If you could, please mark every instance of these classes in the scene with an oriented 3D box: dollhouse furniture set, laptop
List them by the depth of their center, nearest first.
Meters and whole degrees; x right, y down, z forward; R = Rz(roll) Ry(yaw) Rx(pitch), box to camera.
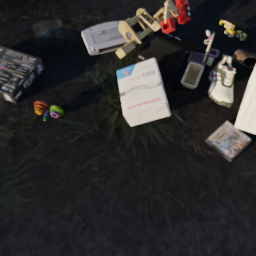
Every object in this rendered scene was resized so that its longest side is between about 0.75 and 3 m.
[{"bbox_3d":[3.283,-2.702,11.449,1.831,1.640,2.311,21,60,11],"label":"dollhouse furniture set"},{"bbox_3d":[0.456,-4.365,11.941,2.246,1.987,1.249,-44,103,-28],"label":"dollhouse furniture set"},{"bbox_3d":[1.848,-3.450,12.869,2.012,1.173,2.270,33,37,19],"label":"laptop"}]

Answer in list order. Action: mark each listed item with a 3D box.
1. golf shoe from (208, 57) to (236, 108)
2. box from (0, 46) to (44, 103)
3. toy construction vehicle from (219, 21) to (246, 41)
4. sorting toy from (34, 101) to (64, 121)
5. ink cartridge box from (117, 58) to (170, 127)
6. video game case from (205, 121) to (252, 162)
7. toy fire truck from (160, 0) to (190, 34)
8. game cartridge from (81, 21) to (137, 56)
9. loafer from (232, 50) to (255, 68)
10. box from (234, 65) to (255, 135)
[{"bbox_3d":[3.711,-1.827,10.973,0.920,1.050,2.383,13,48,-7],"label":"golf shoe"},{"bbox_3d":[-5.360,-2.383,11.875,2.749,0.598,2.202,18,59,11],"label":"box"},{"bbox_3d":[4.917,-4.583,13.092,1.019,0.412,1.171,-13,58,-38],"label":"toy construction vehicle"},{"bbox_3d":[-3.081,-0.582,10.676,1.134,0.681,0.465,21,58,-9],"label":"sorting toy"},{"bbox_3d":[0.567,-1.364,10.776,1.626,0.938,2.242,-16,57,11],"label":"ink cartridge box"},{"bbox_3d":[3.691,0.465,10.289,1.281,0.163,1.158,-37,64,-21],"label":"video game case"},{"bbox_3d":[1.791,-4.550,10.766,1.277,0.442,1.811,-6,89,-37],"label":"toy fire truck"},{"bbox_3d":[-0.910,-4.302,13.219,2.355,0.489,1.568,-17,57,-11],"label":"game cartridge"},{"bbox_3d":[5.226,-2.750,11.738,1.816,0.663,0.645,3,43,-20],"label":"loafer"},{"bbox_3d":[5.083,-1.357,9.727,1.670,2.556,2.542,20,45,16],"label":"box"}]
